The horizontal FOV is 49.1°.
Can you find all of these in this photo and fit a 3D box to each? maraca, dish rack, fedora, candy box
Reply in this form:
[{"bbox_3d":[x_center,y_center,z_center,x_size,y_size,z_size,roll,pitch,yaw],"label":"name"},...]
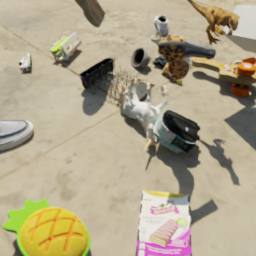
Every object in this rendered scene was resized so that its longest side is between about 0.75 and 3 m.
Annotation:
[{"bbox_3d":[-1.831,2.347,6.358,2.129,1.139,1.460,27,29,26],"label":"maraca"},{"bbox_3d":[-0.440,-1.895,11.530,2.641,0.720,2.026,26,48,26],"label":"dish rack"},{"bbox_3d":[0.653,-3.195,13.010,0.517,1.012,1.145,15,3,-33],"label":"fedora"},{"bbox_3d":[0.856,2.430,6.696,1.240,0.555,1.818,4,41,5],"label":"candy box"}]

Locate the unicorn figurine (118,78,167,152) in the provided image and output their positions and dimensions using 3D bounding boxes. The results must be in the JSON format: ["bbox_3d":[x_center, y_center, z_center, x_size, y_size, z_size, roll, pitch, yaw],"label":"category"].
[{"bbox_3d":[0.543,-0.606,9.523,1.050,1.954,2.844,4,15,-26],"label":"unicorn figurine"}]

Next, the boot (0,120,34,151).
[{"bbox_3d":[-4.572,0.035,8.855,2.894,1.307,1.053,-17,44,-19],"label":"boot"}]

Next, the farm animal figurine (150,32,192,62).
[{"bbox_3d":[2.034,-3.659,13.347,1.743,0.919,1.763,-3,46,-40],"label":"farm animal figurine"}]

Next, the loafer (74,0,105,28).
[{"bbox_3d":[-1.494,-4.836,10.728,0.846,2.354,0.740,32,83,19],"label":"loafer"}]

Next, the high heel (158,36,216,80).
[{"bbox_3d":[1.010,-1.779,7.261,1.486,2.085,0.744,3,82,-25],"label":"high heel"}]

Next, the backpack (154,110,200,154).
[{"bbox_3d":[1.484,0.085,8.903,1.317,0.992,1.169,31,43,-8],"label":"backpack"}]

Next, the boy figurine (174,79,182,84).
[{"bbox_3d":[2.042,-2.232,12.210,0.605,0.313,0.973,-27,49,-29],"label":"boy figurine"}]

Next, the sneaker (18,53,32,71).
[{"bbox_3d":[-4.808,-3.106,13.069,0.579,0.485,1.309,-6,41,-10],"label":"sneaker"}]

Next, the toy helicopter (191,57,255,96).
[{"bbox_3d":[4.184,-2.589,12.026,2.972,1.172,1.965,25,44,28],"label":"toy helicopter"}]

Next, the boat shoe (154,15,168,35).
[{"bbox_3d":[2.031,-6.274,16.465,0.847,0.769,2.303,-3,41,-4],"label":"boat shoe"}]

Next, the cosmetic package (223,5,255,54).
[{"bbox_3d":[4.579,-2.967,8.847,1.567,1.127,2.778,20,13,-31],"label":"cosmetic package"}]

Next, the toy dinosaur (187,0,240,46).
[{"bbox_3d":[2.480,-3.297,8.273,0.764,1.343,2.529,-31,45,-11],"label":"toy dinosaur"}]

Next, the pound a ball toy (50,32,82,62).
[{"bbox_3d":[-3.156,-4.001,14.015,1.277,0.832,1.959,-10,35,28],"label":"pound a ball toy"}]

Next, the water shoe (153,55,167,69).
[{"bbox_3d":[1.830,-2.908,12.979,1.346,0.481,0.531,24,74,23],"label":"water shoe"}]
